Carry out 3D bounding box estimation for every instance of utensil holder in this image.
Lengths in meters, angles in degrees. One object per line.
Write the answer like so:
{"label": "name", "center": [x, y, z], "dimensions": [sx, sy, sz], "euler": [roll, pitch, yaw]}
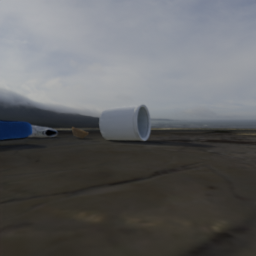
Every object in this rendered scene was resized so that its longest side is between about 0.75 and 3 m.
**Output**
{"label": "utensil holder", "center": [-0.151, -0.220, 13.969], "dimensions": [2.080, 1.767, 1.767], "euler": [-2, 0, 25]}

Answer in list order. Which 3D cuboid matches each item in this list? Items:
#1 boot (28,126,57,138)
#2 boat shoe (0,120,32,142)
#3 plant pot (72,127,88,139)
{"label": "boot", "center": [-5.244, 0.226, 16.778], "dimensions": [1.952, 0.718, 0.933], "euler": [-1, 2, -40]}
{"label": "boat shoe", "center": [-5.270, 0.221, 11.078], "dimensions": [2.764, 1.163, 0.949], "euler": [11, -18, -37]}
{"label": "plant pot", "center": [-2.755, 0.318, 15.802], "dimensions": [0.960, 0.443, 0.960], "euler": [18, -5, 2]}
